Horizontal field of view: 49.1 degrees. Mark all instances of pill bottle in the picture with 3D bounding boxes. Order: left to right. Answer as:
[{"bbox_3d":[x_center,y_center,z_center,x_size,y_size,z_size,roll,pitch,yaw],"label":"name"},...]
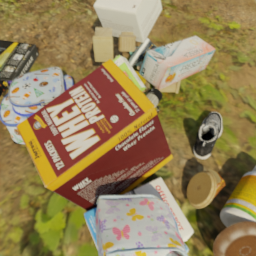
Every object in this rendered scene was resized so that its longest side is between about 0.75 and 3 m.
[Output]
[{"bbox_3d":[3.395,1.870,7.458,1.096,1.096,1.973,33,59,22],"label":"pill bottle"}]

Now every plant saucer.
[{"bbox_3d":[2.711,2.825,6.608,1.377,1.377,0.252,-5,23,-3],"label":"plant saucer"}]

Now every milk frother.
[{"bbox_3d":[0.709,-0.660,8.864,0.774,0.857,0.806,-20,24,40],"label":"milk frother"}]

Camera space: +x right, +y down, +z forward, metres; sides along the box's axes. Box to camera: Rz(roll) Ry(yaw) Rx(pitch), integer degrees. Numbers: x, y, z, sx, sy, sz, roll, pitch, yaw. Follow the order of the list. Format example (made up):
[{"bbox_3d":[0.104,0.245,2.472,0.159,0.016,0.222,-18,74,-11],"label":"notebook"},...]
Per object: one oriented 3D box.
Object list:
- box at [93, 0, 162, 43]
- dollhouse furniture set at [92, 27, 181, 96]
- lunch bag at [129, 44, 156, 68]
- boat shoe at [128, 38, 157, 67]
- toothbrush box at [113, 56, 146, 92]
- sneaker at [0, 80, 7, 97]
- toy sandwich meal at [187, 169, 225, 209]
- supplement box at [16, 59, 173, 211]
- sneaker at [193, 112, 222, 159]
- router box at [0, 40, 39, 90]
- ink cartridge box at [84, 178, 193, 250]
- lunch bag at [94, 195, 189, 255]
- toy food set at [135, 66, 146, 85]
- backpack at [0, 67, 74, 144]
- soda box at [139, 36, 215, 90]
[{"bbox_3d":[0.038,-4.263,9.938,1.691,1.456,1.699,20,74,23],"label":"box"},{"bbox_3d":[0.414,-1.787,9.258,2.954,2.612,1.642,0,53,-1],"label":"dollhouse furniture set"},{"bbox_3d":[0.723,-2.890,11.251,1.028,0.736,1.207,-23,57,-15],"label":"lunch bag"},{"bbox_3d":[0.524,-2.630,10.396,0.604,0.471,1.330,35,93,-20],"label":"boat shoe"},{"bbox_3d":[-0.467,-1.223,8.534,1.603,0.690,1.167,-36,86,15],"label":"toothbrush box"},{"bbox_3d":[-3.693,-1.155,7.998,0.485,0.377,1.077,-33,33,-12],"label":"sneaker"},{"bbox_3d":[2.069,1.658,7.576,0.396,1.157,1.157,27,49,-24],"label":"toy sandwich meal"},{"bbox_3d":[-0.641,0.397,7.074,2.720,2.758,1.831,-36,58,-4],"label":"supplement box"},{"bbox_3d":[2.604,0.056,8.795,0.680,1.026,1.802,21,63,16],"label":"sneaker"},{"bbox_3d":[-4.831,-2.533,11.107,1.751,0.582,2.227,10,54,7],"label":"router box"},{"bbox_3d":[0.233,2.493,7.045,2.217,0.928,1.609,-22,60,-16],"label":"ink cartridge box"},{"bbox_3d":[0.233,2.213,5.765,1.707,1.085,1.448,0,33,-14],"label":"lunch bag"},{"bbox_3d":[0.128,-1.521,9.429,0.812,0.451,1.381,42,47,19],"label":"toy food set"},{"bbox_3d":[-2.696,-0.605,8.663,2.369,1.916,2.487,-20,39,1],"label":"backpack"},{"bbox_3d":[1.796,-2.370,9.876,2.956,0.940,1.011,-28,61,-39],"label":"soda box"}]
